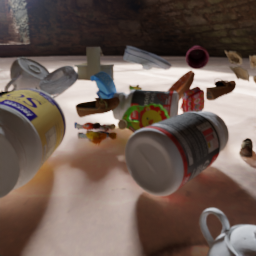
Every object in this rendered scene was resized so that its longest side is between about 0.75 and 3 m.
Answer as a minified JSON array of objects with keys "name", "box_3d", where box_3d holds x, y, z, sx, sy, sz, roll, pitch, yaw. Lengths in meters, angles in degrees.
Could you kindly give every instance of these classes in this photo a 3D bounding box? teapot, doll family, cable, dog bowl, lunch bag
[{"name":"teapot","box_3d":[1.726,1.827,3.893,1.380,1.008,1.362,3,19,10]},{"name":"doll family","box_3d":[-0.977,0.206,9.426,1.068,0.776,1.721,1,0,24]},{"name":"cable","box_3d":[-2.899,-1.968,11.643,1.680,0.582,1.681,-34,36,-12]},{"name":"teapot","box_3d":[-5.802,-2.709,16.182,2.520,1.840,2.487,19,29,-38]},{"name":"dog bowl","box_3d":[-0.919,-1.577,11.602,1.053,1.889,0.468,34,69,26]},{"name":"lunch bag","box_3d":[2.689,-1.055,11.888,1.093,1.241,0.509,-27,46,-12]}]

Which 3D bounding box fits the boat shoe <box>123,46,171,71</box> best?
[{"name":"boat shoe","box_3d":[0.780,-2.737,11.630,2.023,0.661,0.744,23,28,3]}]

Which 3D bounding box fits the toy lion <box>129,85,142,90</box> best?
[{"name":"toy lion","box_3d":[0.463,-2.537,18.035,0.813,0.279,0.780,-2,26,-5]}]

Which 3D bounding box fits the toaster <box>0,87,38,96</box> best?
[{"name":"toaster","box_3d":[-4.538,-0.922,11.733,2.002,1.188,1.810,-9,21,-25]}]

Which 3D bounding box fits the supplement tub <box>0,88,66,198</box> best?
[{"name":"supplement tub","box_3d":[-2.870,0.255,6.872,2.072,2.072,2.850,1,18,4]}]

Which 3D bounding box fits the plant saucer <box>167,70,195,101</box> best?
[{"name":"plant saucer","box_3d":[2.180,-1.612,12.642,0.371,2.300,2.300,40,18,-8]}]

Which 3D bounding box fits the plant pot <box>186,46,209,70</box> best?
[{"name":"plant pot","box_3d":[2.934,-3.076,11.950,0.938,0.938,0.839,3,33,9]}]

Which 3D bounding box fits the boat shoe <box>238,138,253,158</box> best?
[{"name":"boat shoe","box_3d":[3.589,0.593,8.505,0.406,0.385,1.072,7,20,19]}]

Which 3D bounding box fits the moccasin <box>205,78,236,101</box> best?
[{"name":"moccasin","box_3d":[3.036,-1.344,9.197,1.467,0.566,0.537,-22,16,-29]}]

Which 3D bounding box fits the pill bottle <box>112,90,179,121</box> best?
[{"name":"pill bottle","box_3d":[0.689,-0.769,10.936,2.433,1.409,1.409,5,19,16]}]

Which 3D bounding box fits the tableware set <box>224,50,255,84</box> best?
[{"name":"tableware set","box_3d":[3.630,-1.745,8.428,0.189,1.359,1.627,-45,40,-5]}]

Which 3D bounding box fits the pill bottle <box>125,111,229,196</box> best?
[{"name":"pill bottle","box_3d":[1.348,0.464,7.003,1.578,1.578,2.723,16,26,40]}]

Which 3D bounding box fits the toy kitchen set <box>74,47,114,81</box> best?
[{"name":"toy kitchen set","box_3d":[-1.305,-2.935,12.655,1.748,1.426,1.577,5,19,19]}]

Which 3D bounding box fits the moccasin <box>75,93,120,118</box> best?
[{"name":"moccasin","box_3d":[-1.100,-0.847,10.078,1.607,0.620,0.588,-9,46,0]}]

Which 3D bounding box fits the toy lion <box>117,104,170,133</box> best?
[{"name":"toy lion","box_3d":[0.547,-0.209,8.840,1.458,1.397,0.500,40,22,20]}]
